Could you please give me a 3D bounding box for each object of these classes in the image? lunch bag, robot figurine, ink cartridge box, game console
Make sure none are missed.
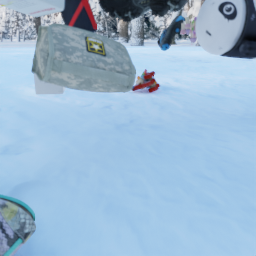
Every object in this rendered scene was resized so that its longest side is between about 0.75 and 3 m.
[{"bbox_3d":[-0.776,-1.098,4.683,1.390,0.996,1.695,8,14,-28],"label":"lunch bag"},{"bbox_3d":[3.014,-2.572,7.011,2.611,1.630,1.962,2,14,-13],"label":"robot figurine"},{"bbox_3d":[-2.641,-3.349,6.566,1.382,0.785,1.896,8,5,38],"label":"ink cartridge box"},{"bbox_3d":[-1.527,-3.366,8.439,0.287,1.637,1.852,-25,5,-25],"label":"game console"}]

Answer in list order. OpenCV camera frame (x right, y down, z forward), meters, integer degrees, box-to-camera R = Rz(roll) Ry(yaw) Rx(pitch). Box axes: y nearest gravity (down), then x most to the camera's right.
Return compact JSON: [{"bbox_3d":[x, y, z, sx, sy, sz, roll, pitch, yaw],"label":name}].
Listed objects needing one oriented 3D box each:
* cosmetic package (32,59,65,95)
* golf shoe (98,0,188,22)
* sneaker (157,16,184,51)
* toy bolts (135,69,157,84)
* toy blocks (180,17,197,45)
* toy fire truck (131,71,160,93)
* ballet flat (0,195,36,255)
[{"bbox_3d":[-3.126,-2.305,11.590,1.106,1.403,2.607,-3,18,-8],"label":"cosmetic package"},{"bbox_3d":[0.403,-3.590,7.229,2.973,1.156,1.405,18,63,36],"label":"golf shoe"},{"bbox_3d":[1.425,-3.356,9.727,0.469,1.281,0.525,12,36,-37],"label":"sneaker"},{"bbox_3d":[0.765,-2.065,12.340,0.890,0.647,0.932,41,-2,4],"label":"toy bolts"},{"bbox_3d":[2.064,-2.942,8.540,0.803,0.676,0.750,-2,3,-1],"label":"toy blocks"},{"bbox_3d":[0.656,-1.751,11.314,1.051,0.702,1.251,-20,13,18],"label":"toy fire truck"},{"bbox_3d":[-2.263,0.990,3.050,2.562,0.922,0.922,6,20,21],"label":"ballet flat"}]
